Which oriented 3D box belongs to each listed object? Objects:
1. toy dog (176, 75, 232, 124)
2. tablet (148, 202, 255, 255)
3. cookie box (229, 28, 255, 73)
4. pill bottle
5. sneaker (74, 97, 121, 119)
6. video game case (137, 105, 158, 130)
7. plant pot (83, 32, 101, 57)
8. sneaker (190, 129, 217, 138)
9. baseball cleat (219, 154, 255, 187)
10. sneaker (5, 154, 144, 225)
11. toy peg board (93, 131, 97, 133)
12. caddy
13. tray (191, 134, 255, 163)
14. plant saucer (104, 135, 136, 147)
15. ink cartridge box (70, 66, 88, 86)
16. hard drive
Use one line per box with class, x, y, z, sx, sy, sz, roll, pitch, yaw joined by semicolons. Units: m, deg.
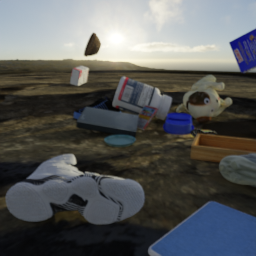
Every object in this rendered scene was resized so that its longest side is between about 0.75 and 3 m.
toy dog;3.849;-1.417;14.677;2.868;2.064;2.958;-13;14;13
tablet;1.706;2.149;5.374;1.570;0.165;2.413;14;20;42
cookie box;4.041;-2.509;8.838;1.310;1.120;0.492;-23;-8;33
pill bottle;0.733;-1.438;14.532;2.783;1.664;1.664;20;16;-2
sneaker;-1.619;-1.103;15.138;2.796;1.089;0.981;-9;19;-31
video game case;0.784;-0.504;13.270;0.108;1.237;0.885;42;-13;-37
plant pot;-1.223;-2.874;9.895;0.409;0.886;0.886;20;8;-23
sneaker;3.155;0.273;11.701;1.070;0.418;0.483;10;7;19
baseball cleat;3.864;1.197;7.136;1.592;1.043;2.992;-10;20;-32
sneaker;-1.107;1.304;6.563;2.973;1.117;1.709;-2;18;4
toy peg board;-1.291;-0.179;13.040;0.951;0.465;0.947;-10;18;-29
caddy;2.235;-0.119;12.460;1.361;0.714;0.962;4;40;14
tray;3.754;0.789;9.512;2.985;0.553;1.472;5;17;21
plant saucer;-0.324;0.529;11.091;1.246;0.171;1.246;0;15;0
ink cartridge box;-1.959;-2.108;11.311;0.358;0.634;0.865;18;24;9
hard drive;-0.849;-0.282;12.462;2.541;0.418;1.773;9;24;2
